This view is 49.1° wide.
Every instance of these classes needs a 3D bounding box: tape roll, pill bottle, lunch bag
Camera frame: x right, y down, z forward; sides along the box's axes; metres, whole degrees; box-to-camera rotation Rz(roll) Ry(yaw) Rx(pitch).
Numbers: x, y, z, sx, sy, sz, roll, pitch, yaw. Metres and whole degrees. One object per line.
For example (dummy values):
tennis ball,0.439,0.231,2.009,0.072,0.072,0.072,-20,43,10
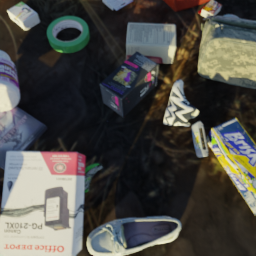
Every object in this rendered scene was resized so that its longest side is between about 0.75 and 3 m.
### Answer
tape roll,-2.418,-3.799,11.364,1.666,0.400,1.666,0,62,0
pill bottle,-4.460,-1.702,9.651,1.234,1.234,2.198,-18,52,-9
lunch bag,3.955,-2.964,10.177,2.742,1.910,2.299,11,50,6

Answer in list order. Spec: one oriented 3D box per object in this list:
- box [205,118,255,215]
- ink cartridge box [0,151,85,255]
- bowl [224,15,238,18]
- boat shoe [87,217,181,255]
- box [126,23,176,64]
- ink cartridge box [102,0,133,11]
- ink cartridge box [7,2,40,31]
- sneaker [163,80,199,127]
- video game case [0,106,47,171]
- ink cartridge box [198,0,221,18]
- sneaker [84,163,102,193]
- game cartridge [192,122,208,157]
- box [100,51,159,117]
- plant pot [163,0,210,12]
box,3.568,1.132,8.558,0.972,0.892,2.774,-23,66,-11
ink cartridge box,-2.233,2.011,7.511,1.923,1.121,2.657,0,79,2
bowl,4.142,-4.162,11.503,0.886,0.477,0.886,0,64,0
boat shoe,0.148,2.913,7.676,2.605,0.835,0.960,-7,63,-4
box,0.852,-3.229,10.728,1.827,0.996,1.168,4,63,2
ink cartridge box,-0.456,-5.595,12.389,0.985,0.217,1.003,-37,71,-17
ink cartridge box,-4.385,-4.695,11.781,1.078,0.472,0.783,41,69,17
sneaker,1.949,-0.795,9.654,1.122,0.688,1.724,16,65,7
video game case,-4.397,0.018,9.501,2.680,0.254,1.915,31,67,16
ink cartridge box,3.508,-5.124,12.081,0.679,0.324,0.773,36,69,18
sneaker,-1.298,1.624,8.576,1.404,0.548,0.598,-44,78,-10
game cartridge,2.276,0.390,8.962,0.222,0.732,1.098,-8,81,-1
box,0.074,-1.511,9.732,1.019,1.174,1.921,37,69,21
plant pot,2.266,-6.431,11.610,2.193,2.489,2.486,-36,62,4
